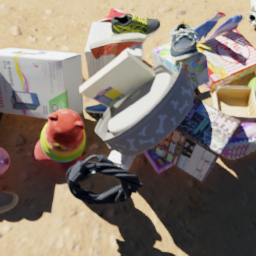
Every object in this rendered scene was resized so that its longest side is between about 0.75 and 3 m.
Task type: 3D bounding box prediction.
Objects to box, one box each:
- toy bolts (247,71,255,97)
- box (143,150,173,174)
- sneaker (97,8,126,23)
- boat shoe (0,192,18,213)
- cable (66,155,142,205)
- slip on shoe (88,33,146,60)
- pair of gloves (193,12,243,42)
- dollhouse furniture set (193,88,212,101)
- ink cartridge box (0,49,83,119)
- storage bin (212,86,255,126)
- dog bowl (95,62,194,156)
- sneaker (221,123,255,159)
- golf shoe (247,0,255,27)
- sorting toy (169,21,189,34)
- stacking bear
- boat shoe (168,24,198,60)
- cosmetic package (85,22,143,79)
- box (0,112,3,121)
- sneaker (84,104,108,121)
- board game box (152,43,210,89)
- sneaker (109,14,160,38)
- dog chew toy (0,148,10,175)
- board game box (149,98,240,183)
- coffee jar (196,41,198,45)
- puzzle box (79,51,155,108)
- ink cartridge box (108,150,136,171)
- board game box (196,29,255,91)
[{"bbox_3d":[5.527,-1.198,9.073,2.540,1.762,2.426,5,58,3],"label":"toy bolts"},{"bbox_3d":[0.990,0.339,8.919,1.325,0.379,1.936,-27,62,-15],"label":"box"},{"bbox_3d":[-0.795,-4.606,11.996,1.665,0.652,0.962,-19,50,-26],"label":"sneaker"},{"bbox_3d":[-3.949,2.027,7.770,1.654,0.537,0.597,-2,58,-1],"label":"boat shoe"},{"bbox_3d":[-0.599,1.271,6.442,1.593,1.952,0.496,20,50,-18],"label":"cable"},{"bbox_3d":[-0.314,-2.488,8.537,1.892,0.579,0.701,-6,25,24],"label":"slip on shoe"},{"bbox_3d":[3.355,-3.763,10.644,2.046,1.645,0.233,-9,75,-36],"label":"pair of gloves"},{"bbox_3d":[2.026,-0.808,9.128,0.909,1.284,1.397,-21,94,-12],"label":"dollhouse furniture set"},{"bbox_3d":[-2.849,-1.382,8.777,2.635,1.915,1.153,9,25,17],"label":"ink cartridge box"},{"bbox_3d":[3.597,-0.744,9.485,1.258,0.594,1.267,3,58,1],"label":"storage bin"},{"bbox_3d":[0.436,-0.479,7.299,0.852,2.904,2.904,46,61,-19],"label":"dog bowl"},{"bbox_3d":[3.659,0.309,8.768,2.039,0.820,0.902,-15,52,-14],"label":"sneaker"},{"bbox_3d":[5.581,-5.089,12.194,0.788,0.690,1.789,-7,57,4],"label":"golf shoe"},{"bbox_3d":[2.295,-4.181,11.937,0.746,0.134,1.001,27,62,21],"label":"sorting toy"},{"bbox_3d":[-1.728,0.269,7.483,1.418,2.335,1.328,24,66,-7],"label":"stacking bear"},{"bbox_3d":[1.503,-2.373,7.582,0.790,0.652,2.109,-3,28,17],"label":"boat shoe"},{"bbox_3d":[-0.428,-2.629,10.088,1.888,1.570,1.580,5,58,2],"label":"cosmetic package"},{"bbox_3d":[-5.118,-1.105,8.445,1.689,2.717,2.018,1,58,1],"label":"box"},{"bbox_3d":[-0.565,-0.684,9.160,1.762,0.692,0.786,-4,66,13],"label":"sneaker"},{"bbox_3d":[1.555,-1.879,8.455,0.882,0.898,1.712,-26,36,-9],"label":"board game box"},{"bbox_3d":[0.238,-3.373,9.188,1.725,0.730,0.642,-12,60,-6],"label":"sneaker"},{"bbox_3d":[-4.246,0.933,7.790,2.049,1.276,1.276,-1,57,15],"label":"dog chew toy"},{"bbox_3d":[1.480,0.129,7.706,2.350,1.873,1.138,32,64,18],"label":"board game box"},{"bbox_3d":[2.392,-3.214,11.159,0.751,0.321,0.392,-28,22,-16],"label":"coffee jar"},{"bbox_3d":[-0.309,-1.235,7.541,1.778,1.183,0.226,-30,56,30],"label":"puzzle box"},{"bbox_3d":[-0.170,0.857,8.451,0.628,0.362,1.084,13,62,32],"label":"ink cartridge box"},{"bbox_3d":[3.623,-2.612,10.623,2.412,0.559,1.827,-25,64,-14],"label":"board game box"}]
